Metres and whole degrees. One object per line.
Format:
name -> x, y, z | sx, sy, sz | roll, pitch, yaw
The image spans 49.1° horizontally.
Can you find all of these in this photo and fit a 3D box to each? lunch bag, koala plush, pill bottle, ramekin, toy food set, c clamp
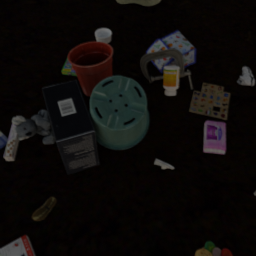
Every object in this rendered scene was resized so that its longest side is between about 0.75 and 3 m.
lunch bag -> 2.071, -3.626, 13.722 | 1.954, 1.210, 1.661 | -27, 57, -4
koala plush -> -3.756, -0.027, 11.092 | 1.443, 1.280, 1.326 | -15, 41, -10
pill bottle -> 1.895, -2.074, 12.359 | 0.686, 1.235, 0.686 | 0, 21, 0
ramekin -> -1.330, -4.932, 15.116 | 0.899, 0.438, 0.899 | 0, 54, 0
toy food set -> 2.662, 4.187, 7.795 | 1.955, 0.480, 1.975 | 1, 50, -50
c clamp -> 1.710, -2.584, 12.788 | 2.312, 1.975, 0.313 | 0, 30, 20

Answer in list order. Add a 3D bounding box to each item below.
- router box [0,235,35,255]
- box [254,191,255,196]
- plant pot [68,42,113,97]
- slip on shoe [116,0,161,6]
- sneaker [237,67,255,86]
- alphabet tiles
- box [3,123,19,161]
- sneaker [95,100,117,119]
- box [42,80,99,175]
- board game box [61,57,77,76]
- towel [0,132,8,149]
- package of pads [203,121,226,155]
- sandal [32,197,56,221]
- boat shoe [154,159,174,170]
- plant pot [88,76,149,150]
router box -> -3.397, 4.133, 8.510 | 1.124, 0.306, 1.253 | -27, 58, -18
box -> 5.875, 2.077, 9.752 | 2.477, 0.745, 1.445 | -27, 58, -18
plant pot -> -1.473, -2.459, 12.305 | 1.916, 1.864, 1.916 | -4, 47, 5
slip on shoe -> 0.636, -8.110, 17.145 | 2.805, 1.039, 0.858 | 5, 53, 10
sneaker -> 5.491, -2.450, 13.285 | 0.659, 0.431, 1.147 | -4, 57, -7
alphabet tiles -> 3.722, -1.272, 12.652 | 1.622, 0.073, 1.940 | 14, 55, 11
box -> -4.575, 0.538, 11.152 | 0.318, 0.341, 1.645 | -1, 54, -1
sneaker -> -0.899, -0.876, 11.391 | 0.920, 1.328, 2.200 | 16, 61, -8
box -> -2.083, 0.006, 10.326 | 1.305, 2.282, 2.506 | -17, 55, -12
board game box -> -2.266, -3.021, 13.825 | 1.741, 0.254, 1.172 | 7, 53, 5
towel -> -5.848, 0.311, 10.963 | 1.943, 0.231, 1.427 | 42, 53, 3
package of pads -> 3.428, 0.390, 11.133 | 0.819, 0.514, 1.359 | 8, 53, 8
sandal -> -2.809, 2.735, 9.429 | 0.381, 0.256, 0.949 | 46, 65, -10
boat shoe -> 1.341, 1.437, 10.565 | 0.770, 0.273, 0.269 | 23, 84, 12
plant pot -> -0.355, -0.575, 10.151 | 2.507, 2.455, 2.507 | 0, 79, -1
